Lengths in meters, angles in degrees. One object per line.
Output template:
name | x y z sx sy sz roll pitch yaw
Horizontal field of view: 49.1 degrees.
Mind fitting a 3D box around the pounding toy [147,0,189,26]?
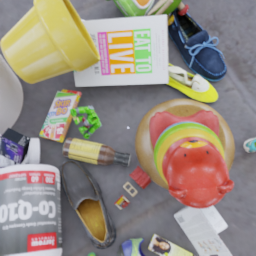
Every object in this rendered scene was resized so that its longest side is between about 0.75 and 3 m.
pounding toy | 1.233 -3.426 8.279 0.764 1.272 1.647 44 46 -19

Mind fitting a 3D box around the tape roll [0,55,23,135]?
tape roll | -4.538 -1.074 7.504 2.842 1.951 2.842 0 70 -1

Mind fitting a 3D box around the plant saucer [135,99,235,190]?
plant saucer | 1.605 0.363 7.746 2.831 0.501 2.831 0 69 0

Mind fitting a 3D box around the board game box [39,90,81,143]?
board game box | -1.886 -0.389 7.846 0.734 0.230 1.536 11 71 26

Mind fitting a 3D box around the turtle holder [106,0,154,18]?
turtle holder | 0.145 -4.093 8.884 1.376 1.938 1.472 -39 88 10

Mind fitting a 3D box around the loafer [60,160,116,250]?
loafer | -1.018 1.798 6.984 0.888 0.882 2.439 -30 73 -13

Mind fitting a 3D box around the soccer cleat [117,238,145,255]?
soccer cleat | 0.426 3.580 6.466 0.850 0.657 2.033 -21 70 -9

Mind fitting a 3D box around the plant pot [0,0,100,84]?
plant pot | -1.886 -2.005 6.667 1.785 1.898 1.898 -29 71 8

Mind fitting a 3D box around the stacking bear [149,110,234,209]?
stacking bear | 1.264 0.627 5.710 1.698 2.796 1.590 -1 102 6

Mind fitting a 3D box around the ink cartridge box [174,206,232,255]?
ink cartridge box | 1.780 2.396 6.378 0.352 1.618 1.404 -28 72 -21

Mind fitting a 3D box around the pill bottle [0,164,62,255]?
pill bottle | -2.318 2.321 6.456 1.534 1.534 2.694 -7 69 -3

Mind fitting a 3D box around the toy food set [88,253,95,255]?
toy food set | -0.897 3.392 6.538 0.860 0.209 0.851 -43 36 -26

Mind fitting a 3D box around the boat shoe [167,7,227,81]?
boat shoe | 2.012 -2.576 8.607 1.127 0.919 2.679 -36 73 -12

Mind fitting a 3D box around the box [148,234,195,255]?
box | 1.049 3.044 6.871 1.079 0.270 0.406 24 72 8

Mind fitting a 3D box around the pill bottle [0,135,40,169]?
pill bottle | -3.193 0.632 7.253 1.685 0.939 0.939 0 68 -22

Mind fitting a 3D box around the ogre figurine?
ogre figurine | -1.081 -0.184 7.426 0.608 0.497 1.014 -25 109 -3

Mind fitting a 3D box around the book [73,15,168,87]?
book | -0.245 -2.123 7.839 2.689 0.646 1.797 -1 112 10

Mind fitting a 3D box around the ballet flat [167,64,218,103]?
ballet flat | 1.757 -1.370 8.282 2.002 0.671 0.669 26 64 10

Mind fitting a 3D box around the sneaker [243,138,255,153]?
sneaker | 3.647 0.354 7.437 1.137 0.453 0.441 -26 84 -9

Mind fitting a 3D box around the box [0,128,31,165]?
box | -2.573 0.429 6.352 0.555 0.786 0.310 28 47 -3

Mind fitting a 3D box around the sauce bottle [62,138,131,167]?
sauce bottle | -0.835 0.712 7.582 1.797 0.581 0.581 13 70 4

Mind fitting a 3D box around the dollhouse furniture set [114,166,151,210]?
dollhouse furniture set | 0.065 1.566 7.254 1.123 0.604 0.457 -44 72 -9
